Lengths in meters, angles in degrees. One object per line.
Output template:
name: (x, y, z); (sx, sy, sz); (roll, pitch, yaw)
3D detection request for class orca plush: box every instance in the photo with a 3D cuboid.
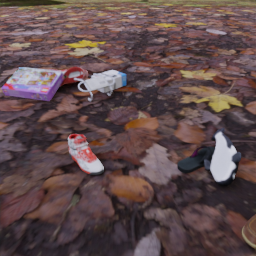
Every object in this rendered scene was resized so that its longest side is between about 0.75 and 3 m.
orca plush: (2.346, 0.802, 6.859); (0.888, 0.600, 1.687); (-32, 28, 18)

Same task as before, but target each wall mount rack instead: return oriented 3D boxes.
wall mount rack: (-1.324, -1.678, 10.628); (1.512, 0.564, 1.314); (-20, 64, -31)

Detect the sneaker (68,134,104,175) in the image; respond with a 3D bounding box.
sneaker: (-1.076, 0.608, 6.902); (0.425, 0.682, 1.273); (-24, 37, -35)

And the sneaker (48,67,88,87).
sneaker: (-2.628, -2.086, 11.798); (2.033, 0.797, 1.174); (-1, 6, 12)

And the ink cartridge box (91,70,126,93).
ink cartridge box: (-0.785, -1.928, 11.464); (1.191, 0.502, 0.861); (-26, 39, -37)

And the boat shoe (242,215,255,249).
boat shoe: (2.996, 1.609, 5.163); (2.044, 0.690, 0.736); (-11, 32, -19)

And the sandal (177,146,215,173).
sandal: (1.817, 0.728, 7.054); (1.356, 0.325, 0.510); (-23, 37, -34)

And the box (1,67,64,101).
box: (-3.656, -1.726, 10.844); (1.962, 0.384, 1.342); (9, 50, 14)
